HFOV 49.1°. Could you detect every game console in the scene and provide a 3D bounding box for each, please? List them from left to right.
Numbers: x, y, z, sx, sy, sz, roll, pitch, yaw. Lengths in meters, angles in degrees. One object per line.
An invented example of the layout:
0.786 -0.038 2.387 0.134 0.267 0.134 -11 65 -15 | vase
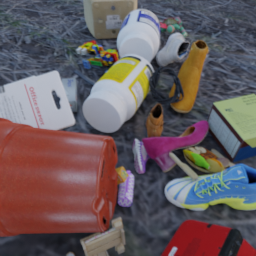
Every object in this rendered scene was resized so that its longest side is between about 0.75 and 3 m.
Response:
1.579 3.166 5.384 1.952 1.344 2.265 -5 28 46 | game console

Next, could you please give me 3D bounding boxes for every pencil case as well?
-0.052 1.554 7.092 0.379 0.386 0.904 0 40 4 | pencil case

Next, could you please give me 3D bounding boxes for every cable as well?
1.240 -1.441 9.467 1.118 0.348 1.371 -14 82 -8 | cable

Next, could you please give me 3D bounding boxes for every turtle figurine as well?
2.123 -4.954 14.049 1.697 1.141 2.267 6 36 7 | turtle figurine

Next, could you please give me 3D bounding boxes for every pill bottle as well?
-0.267 -1.178 9.303 1.572 1.572 2.751 16 43 17 | pill bottle
0.459 -3.785 12.024 1.782 1.782 2.978 4 39 5 | pill bottle

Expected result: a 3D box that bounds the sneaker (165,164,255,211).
2.128 1.299 6.691 2.434 1.279 0.922 0 43 0 | sneaker

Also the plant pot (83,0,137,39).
-0.832 -6.139 14.196 2.926 2.930 2.594 -4 51 -5 | plant pot

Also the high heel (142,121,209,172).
1.413 0.175 8.098 2.314 0.779 1.110 -38 96 -24 | high heel

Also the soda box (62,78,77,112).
-2.141 -1.199 10.144 0.531 0.494 1.557 -5 41 -6 | soda box

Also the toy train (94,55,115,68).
-0.667 -2.743 12.008 1.906 0.325 0.436 26 47 24 | toy train

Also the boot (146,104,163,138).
0.807 -0.288 8.593 0.577 1.167 1.504 7 42 8 | boot

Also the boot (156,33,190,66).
2.225 -3.515 12.244 1.151 0.885 2.407 -5 39 42 | boot

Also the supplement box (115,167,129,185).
-0.444 1.280 7.062 0.921 0.307 0.317 -25 15 33 | supplement box

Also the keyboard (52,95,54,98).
-3.754 -0.724 9.742 1.359 0.220 2.139 21 44 30 | keyboard

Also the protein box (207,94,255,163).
3.394 -0.022 8.272 1.509 1.026 1.520 -13 49 -16 | protein box

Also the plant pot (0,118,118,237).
-1.581 1.095 5.830 2.492 2.563 2.563 2 41 8 | plant pot

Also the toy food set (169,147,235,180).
2.102 0.799 7.471 1.827 0.367 1.261 -2 31 -32 | toy food set

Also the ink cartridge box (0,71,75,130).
-3.057 -0.278 7.790 2.938 0.980 1.702 -19 82 -7 | ink cartridge box

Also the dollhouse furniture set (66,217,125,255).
-0.764 2.201 5.537 1.235 1.449 0.707 -19 45 -18 | dollhouse furniture set

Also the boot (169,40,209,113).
2.165 -1.903 9.838 0.916 1.864 2.604 17 43 4 | boot

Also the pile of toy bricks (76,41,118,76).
-0.931 -2.910 11.445 2.269 1.259 1.120 23 55 40 | pile of toy bricks

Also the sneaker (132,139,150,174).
0.432 0.796 7.939 0.514 0.467 1.162 8 41 -11 | sneaker
